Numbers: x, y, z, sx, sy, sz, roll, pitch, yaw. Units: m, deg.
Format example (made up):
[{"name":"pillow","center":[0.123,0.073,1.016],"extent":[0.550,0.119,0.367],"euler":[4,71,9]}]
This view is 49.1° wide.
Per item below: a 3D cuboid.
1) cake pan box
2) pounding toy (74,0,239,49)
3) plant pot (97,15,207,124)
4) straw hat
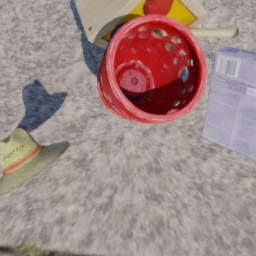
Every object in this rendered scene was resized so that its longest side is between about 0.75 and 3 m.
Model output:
[{"name":"cake pan box","center":[2.440,-0.349,5.237],"extent":[2.117,1.949,0.554],"euler":[26,39,37]},{"name":"pounding toy","center":[0.796,-2.950,7.367],"extent":[2.760,2.998,2.131],"euler":[-32,66,30]},{"name":"plant pot","center":[0.301,-1.029,5.745],"extent":[1.953,1.778,1.953],"euler":[1,87,-19]},{"name":"straw hat","center":[-2.282,0.502,5.830],"extent":[2.086,2.086,0.883],"euler":[-36,104,-20]}]
